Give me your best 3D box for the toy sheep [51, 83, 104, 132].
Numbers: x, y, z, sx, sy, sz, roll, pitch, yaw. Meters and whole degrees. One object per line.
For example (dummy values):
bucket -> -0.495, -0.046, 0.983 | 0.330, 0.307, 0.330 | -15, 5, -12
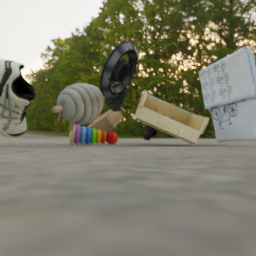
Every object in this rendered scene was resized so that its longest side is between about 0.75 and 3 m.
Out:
toy sheep -> -1.483, -0.677, 8.448 | 1.389, 1.389, 2.014 | -1, 17, 32

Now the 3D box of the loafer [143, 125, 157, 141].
loafer -> 1.013, 0.171, 11.919 | 0.527, 0.602, 1.675 | 31, -25, 15

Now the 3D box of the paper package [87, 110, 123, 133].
paper package -> -0.976, -0.213, 11.892 | 1.211, 0.627, 1.154 | -30, 12, 33

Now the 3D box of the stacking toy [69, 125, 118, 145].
stacking toy -> -1.229, 0.323, 10.145 | 1.753, 0.748, 0.748 | 6, -3, -10

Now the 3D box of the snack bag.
snack bag -> 3.329, -0.848, 9.219 | 0.305, 2.853, 2.690 | -11, -1, -17

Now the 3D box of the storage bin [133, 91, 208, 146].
storage bin -> 1.292, -0.365, 9.309 | 2.104, 0.986, 2.089 | 24, 5, -2

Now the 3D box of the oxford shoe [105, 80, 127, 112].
oxford shoe -> -0.435, -1.330, 10.867 | 0.817, 2.248, 0.949 | -1, -44, 2

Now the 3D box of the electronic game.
electronic game -> -0.244, -1.570, 7.701 | 0.340, 1.633, 1.633 | 29, 9, 20

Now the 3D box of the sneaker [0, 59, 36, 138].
sneaker -> -3.176, -0.672, 7.885 | 1.216, 1.049, 2.773 | 3, -41, 2
